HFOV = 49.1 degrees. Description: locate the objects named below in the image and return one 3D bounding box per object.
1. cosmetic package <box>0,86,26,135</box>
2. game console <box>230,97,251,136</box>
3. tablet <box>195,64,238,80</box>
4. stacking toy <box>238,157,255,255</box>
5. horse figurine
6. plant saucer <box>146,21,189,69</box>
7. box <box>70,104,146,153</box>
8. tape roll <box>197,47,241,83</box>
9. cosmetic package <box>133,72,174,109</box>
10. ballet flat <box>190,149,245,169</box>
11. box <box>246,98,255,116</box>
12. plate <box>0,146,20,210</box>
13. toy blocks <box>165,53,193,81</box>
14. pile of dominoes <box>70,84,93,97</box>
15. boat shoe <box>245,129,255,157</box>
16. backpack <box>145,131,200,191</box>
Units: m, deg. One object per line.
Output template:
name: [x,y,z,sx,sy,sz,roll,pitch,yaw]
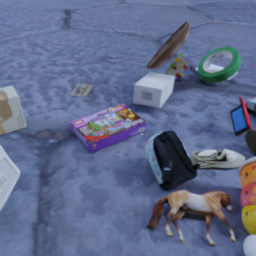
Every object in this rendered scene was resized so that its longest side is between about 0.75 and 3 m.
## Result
cosmetic package: [-4.937,-0.366,9.370,2.611,1.373,0.928,-21,40,-24]
game console: [3.688,-0.367,9.372,0.604,0.877,1.018,-18,60,28]
tablet: [4.345,-2.812,13.817,1.768,0.121,1.151,26,43,32]
stacking toy: [3.158,1.947,6.313,1.687,1.687,2.309,17,55,22]
horse figurine: [1.552,2.027,6.725,2.214,0.553,1.467,4,43,0]
plant saucer: [1.689,-3.233,11.400,0.449,2.453,2.453,40,37,-11]
box: [-0.680,-0.053,9.697,2.187,0.428,1.496,-22,40,-27]
tape roll: [4.147,-2.880,12.806,1.880,0.452,1.880,-24,41,23]
cosmetic package: [1.063,-1.564,11.237,1.138,0.818,2.017,14,27,19]
ballet flat: [2.698,0.894,8.295,1.747,0.545,0.589,-5,40,-7]
box: [5.904,-0.561,9.940,1.864,0.543,2.723,-17,29,-19]
plate: [-3.077,1.304,6.611,0.228,1.407,1.410,10,53,11]
toy blocks: [2.384,-2.663,12.906,0.871,1.274,0.637,45,17,17]
pile of dominoes: [-1.994,-1.590,12.176,0.741,0.151,0.950,9,45,12]
boat shoe: [4.600,0.787,8.326,0.791,0.837,2.326,-12,41,-32]
backpack: [1.074,0.843,7.643,1.241,0.941,1.487,-21,82,-26]
